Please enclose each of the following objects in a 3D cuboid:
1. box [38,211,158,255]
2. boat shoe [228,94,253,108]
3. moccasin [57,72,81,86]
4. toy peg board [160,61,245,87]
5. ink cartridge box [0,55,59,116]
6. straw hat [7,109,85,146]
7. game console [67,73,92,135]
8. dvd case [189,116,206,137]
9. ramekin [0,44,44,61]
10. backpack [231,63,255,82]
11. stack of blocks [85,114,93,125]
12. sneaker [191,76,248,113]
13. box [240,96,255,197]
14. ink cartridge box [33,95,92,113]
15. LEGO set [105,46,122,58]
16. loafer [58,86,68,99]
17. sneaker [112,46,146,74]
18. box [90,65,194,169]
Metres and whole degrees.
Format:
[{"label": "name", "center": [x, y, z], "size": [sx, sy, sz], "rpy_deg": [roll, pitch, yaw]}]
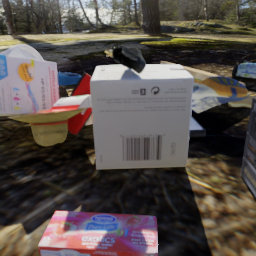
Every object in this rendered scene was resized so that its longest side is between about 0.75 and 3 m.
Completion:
[{"label": "box", "center": [-0.341, 1.617, 3.699], "size": [1.448, 0.722, 0.691], "rpy_deg": [1, 23, 5]}, {"label": "boat shoe", "center": [4.407, -1.030, 10.337], "size": [1.348, 0.513, 0.483], "rpy_deg": [0, 23, 0]}, {"label": "moccasin", "center": [-2.995, -2.368, 13.533], "size": [1.611, 0.648, 0.549], "rpy_deg": [-1, 33, -38]}, {"label": "toy peg board", "center": [2.828, -1.714, 11.531], "size": [2.527, 1.241, 2.538], "rpy_deg": [6, 19, -27]}, {"label": "ink cartridge box", "center": [-3.033, -1.202, 8.423], "size": [0.954, 1.619, 2.812], "rpy_deg": [-2, 4, 37]}, {"label": "straw hat", "center": [-2.044, 0.014, 7.312], "size": [2.026, 0.857, 2.026], "rpy_deg": [-6, 5, 0]}, {"label": "game console", "center": [-1.366, -0.736, 8.583], "size": [1.432, 1.661, 0.986], "rpy_deg": [36, 6, 26]}, {"label": "dvd case", "center": [0.733, -0.115, 8.402], "size": [2.664, 0.234, 1.900], "rpy_deg": [-2, 20, -5]}, {"label": "ramekin", "center": [-3.813, -1.663, 9.763], "size": [1.078, 2.314, 2.314], "rpy_deg": [-4, 20, 21]}, {"label": "backpack", "center": [6.089, -2.764, 13.967], "size": [1.508, 1.159, 1.230], "rpy_deg": [26, 12, 24]}, {"label": "stack of blocks", "center": [-1.099, -0.578, 8.983], "size": [0.903, 0.460, 1.569], "rpy_deg": [-12, 19, 4]}, {"label": "sneaker", "center": [2.508, -1.008, 8.989], "size": [2.411, 1.063, 0.908], "rpy_deg": [3, 45, 4]}, {"label": "box", "center": [2.670, 0.626, 4.683], "size": [0.552, 1.807, 2.282], "rpy_deg": [-1, 22, 1]}, {"label": "ink cartridge box", "center": [-1.487, -0.623, 7.110], "size": [1.164, 0.362, 1.446], "rpy_deg": [0, 7, 40]}, {"label": "LEGO set", "center": [0.044, -1.276, 8.515], "size": [0.718, 2.535, 1.646], "rpy_deg": [-32, -18, 30]}, {"label": "loafer", "center": [-3.203, -1.434, 11.279], "size": [1.497, 0.534, 0.546], "rpy_deg": [-9, 24, -20]}, {"label": "sneaker", "center": [-0.035, -1.487, 5.759], "size": [0.666, 0.383, 1.277], "rpy_deg": [24, 24, -27]}, {"label": "box", "center": [0.272, -0.286, 6.445], "size": [2.093, 2.104, 1.375], "rpy_deg": [-2, 24, -2]}]
